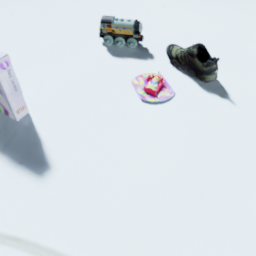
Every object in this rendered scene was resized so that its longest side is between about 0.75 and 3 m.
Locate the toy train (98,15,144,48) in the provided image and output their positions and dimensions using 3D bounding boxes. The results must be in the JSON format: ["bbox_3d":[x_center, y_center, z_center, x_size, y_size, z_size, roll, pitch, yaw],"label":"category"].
[{"bbox_3d":[-0.348,-4.555,13.165,2.221,1.266,0.947,9,50,9],"label":"toy train"}]

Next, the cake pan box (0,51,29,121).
[{"bbox_3d":[-4.844,-1.743,9.741,2.463,2.674,0.700,23,52,18],"label":"cake pan box"}]

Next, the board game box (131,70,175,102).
[{"bbox_3d":[0.993,-1.795,11.262,1.480,0.365,1.873,-12,47,-15],"label":"board game box"}]

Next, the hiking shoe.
[{"bbox_3d":[2.735,-3.104,11.786,1.043,1.386,2.754,-35,57,-26],"label":"hiking shoe"}]
